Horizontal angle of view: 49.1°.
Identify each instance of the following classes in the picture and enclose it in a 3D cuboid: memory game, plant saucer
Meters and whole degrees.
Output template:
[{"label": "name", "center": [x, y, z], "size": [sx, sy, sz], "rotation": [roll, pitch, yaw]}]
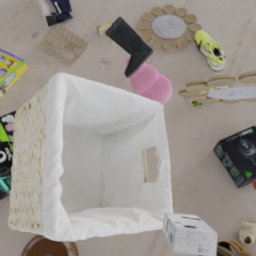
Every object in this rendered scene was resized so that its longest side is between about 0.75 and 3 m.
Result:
[{"label": "memory game", "center": [2.652, -0.900, 6.670], "size": [2.908, 2.908, 0.185], "rotation": [0, 84, 0]}, {"label": "memory game", "center": [1.676, -4.072, 11.402], "size": [2.639, 0.168, 2.639], "rotation": [0, 62, 0]}, {"label": "plant saucer", "center": [-2.075, 3.454, 7.244], "size": [1.567, 0.287, 1.567], "rotation": [0, 62, 1]}]

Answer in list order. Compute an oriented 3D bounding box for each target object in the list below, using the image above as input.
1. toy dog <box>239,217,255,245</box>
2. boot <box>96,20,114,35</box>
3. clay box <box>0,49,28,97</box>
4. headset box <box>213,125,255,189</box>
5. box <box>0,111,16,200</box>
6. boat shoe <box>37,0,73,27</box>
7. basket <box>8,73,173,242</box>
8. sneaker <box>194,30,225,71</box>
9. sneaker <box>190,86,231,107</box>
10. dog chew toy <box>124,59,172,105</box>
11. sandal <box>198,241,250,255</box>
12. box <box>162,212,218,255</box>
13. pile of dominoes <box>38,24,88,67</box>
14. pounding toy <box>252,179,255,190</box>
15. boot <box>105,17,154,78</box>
[{"label": "toy dog", "center": [3.329, 2.827, 7.505], "size": [0.782, 0.545, 0.758], "rotation": [-23, 85, -11]}, {"label": "boot", "center": [-0.773, -3.871, 11.179], "size": [0.773, 0.362, 0.994], "rotation": [-26, 63, -14]}, {"label": "clay box", "center": [-4.878, -1.724, 9.894], "size": [1.346, 0.558, 2.344], "rotation": [26, 64, 14]}, {"label": "headset box", "center": [3.578, 0.909, 8.381], "size": [1.327, 0.707, 1.524], "rotation": [-21, 63, -11]}, {"label": "box", "center": [-3.775, 0.961, 7.801], "size": [2.342, 1.456, 1.739], "rotation": [-27, 65, -21]}, {"label": "boat shoe", "center": [-3.168, -5.414, 11.755], "size": [1.208, 0.972, 2.604], "rotation": [-19, 72, -13]}, {"label": "basket", "center": [-0.785, 0.721, 5.554], "size": [2.649, 2.130, 2.625], "rotation": [12, 67, -41]}, {"label": "sneaker", "center": [3.129, -3.035, 10.489], "size": [0.695, 0.704, 1.843], "rotation": [-21, 67, -12]}, {"label": "sneaker", "center": [2.808, -1.294, 9.649], "size": [1.588, 0.599, 0.607], "rotation": [-19, 64, -11]}, {"label": "dog chew toy", "center": [0.502, -1.289, 7.752], "size": [1.563, 0.973, 0.973], "rotation": [43, 62, -24]}, {"label": "sandal", "center": [2.737, 3.218, 7.061], "size": [2.261, 0.924, 0.617], "rotation": [15, 46, 10]}, {"label": "box", "center": [0.803, 1.420, 3.829], "size": [0.543, 0.931, 0.280], "rotation": [6, 85, 0]}, {"label": "pile of dominoes", "center": [-2.492, -3.210, 10.977], "size": [1.739, 0.277, 1.356], "rotation": [35, 66, 8]}, {"label": "pounding toy", "center": [3.082, 1.018, 5.661], "size": [1.103, 1.429, 0.663], "rotation": [14, 14, -34]}, {"label": "boot", "center": [-0.085, -1.549, 5.444], "size": [0.938, 0.308, 0.773], "rotation": [40, 98, -21]}]
